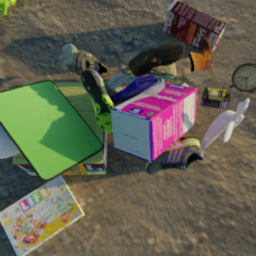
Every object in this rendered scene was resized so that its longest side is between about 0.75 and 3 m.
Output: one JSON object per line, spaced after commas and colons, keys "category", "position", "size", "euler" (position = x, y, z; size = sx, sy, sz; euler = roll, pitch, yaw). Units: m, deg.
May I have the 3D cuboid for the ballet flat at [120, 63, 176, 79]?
{"category": "ballet flat", "position": [0.762, -2.441, 11.357], "size": [2.410, 0.818, 0.908], "euler": [-2, 93, -7]}

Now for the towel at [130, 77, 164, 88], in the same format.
{"category": "towel", "position": [0.635, -1.126, 11.409], "size": [1.622, 0.263, 2.208], "euler": [6, 68, 2]}

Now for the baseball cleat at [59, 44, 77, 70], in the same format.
{"category": "baseball cleat", "position": [-1.973, -2.720, 10.596], "size": [1.166, 2.191, 0.764], "euler": [-14, 99, -22]}

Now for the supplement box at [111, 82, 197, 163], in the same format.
{"category": "supplement box", "position": [0.912, -0.309, 8.811], "size": [1.387, 1.417, 2.742], "euler": [17, 34, 35]}

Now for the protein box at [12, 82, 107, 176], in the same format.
{"category": "protein box", "position": [-2.200, 0.100, 9.977], "size": [2.854, 1.940, 2.875], "euler": [-1, 70, -1]}

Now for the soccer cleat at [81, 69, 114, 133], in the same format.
{"category": "soccer cleat", "position": [-0.844, -0.872, 8.848], "size": [0.678, 0.878, 2.098], "euler": [-22, 97, 10]}

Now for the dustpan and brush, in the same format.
{"category": "dustpan and brush", "position": [3.405, -0.186, 9.435], "size": [1.781, 2.551, 0.730], "euler": [-31, 54, -23]}

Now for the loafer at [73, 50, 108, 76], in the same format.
{"category": "loafer", "position": [-1.257, -2.190, 9.799], "size": [0.739, 2.350, 0.844], "euler": [9, 98, 6]}

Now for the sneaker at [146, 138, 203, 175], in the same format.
{"category": "sneaker", "position": [1.400, 0.972, 8.447], "size": [1.848, 0.683, 0.748], "euler": [-27, 41, 4]}

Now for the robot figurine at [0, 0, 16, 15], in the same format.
{"category": "robot figurine", "position": [-6.011, -6.034, 12.953], "size": [1.719, 0.994, 1.508], "euler": [-24, 71, -9]}

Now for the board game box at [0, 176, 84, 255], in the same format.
{"category": "board game box", "position": [-2.996, 3.008, 9.697], "size": [2.449, 0.419, 1.646], "euler": [-33, 72, -12]}

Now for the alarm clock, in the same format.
{"category": "alarm clock", "position": [4.042, -1.637, 9.825], "size": [1.526, 0.508, 1.030], "euler": [-23, 72, 20]}

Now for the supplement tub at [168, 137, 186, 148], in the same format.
{"category": "supplement tub", "position": [1.558, 0.802, 9.744], "size": [0.998, 1.628, 0.998], "euler": [-3, 84, 37]}

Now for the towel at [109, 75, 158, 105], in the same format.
{"category": "towel", "position": [0.113, -1.251, 9.107], "size": [1.109, 1.502, 0.372], "euler": [-18, 83, -46]}

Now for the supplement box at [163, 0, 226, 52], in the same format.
{"category": "supplement box", "position": [2.803, -4.323, 12.097], "size": [2.437, 1.326, 0.742], "euler": [31, 71, 12]}

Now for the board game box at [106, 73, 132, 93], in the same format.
{"category": "board game box", "position": [-0.321, -1.640, 10.198], "size": [0.675, 0.294, 0.915], "euler": [-40, 30, -4]}

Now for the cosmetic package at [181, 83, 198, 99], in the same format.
{"category": "cosmetic package", "position": [2.093, -1.086, 10.981], "size": [0.773, 0.929, 0.778], "euler": [-40, 79, -17]}

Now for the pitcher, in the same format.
{"category": "pitcher", "position": [-3.117, 0.231, 8.175], "size": [1.877, 1.138, 1.610], "euler": [-35, 65, -29]}

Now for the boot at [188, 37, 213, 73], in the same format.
{"category": "boot", "position": [2.381, -2.518, 9.550], "size": [1.247, 0.427, 1.174], "euler": [-16, 105, -43]}

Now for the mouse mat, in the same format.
{"category": "mouse mat", "position": [-2.325, -0.094, 8.108], "size": [2.981, 0.112, 2.399], "euler": [50, 42, 10]}

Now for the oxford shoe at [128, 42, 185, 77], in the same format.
{"category": "oxford shoe", "position": [0.953, -2.508, 9.640], "size": [2.083, 0.757, 0.879], "euler": [-21, 37, -8]}

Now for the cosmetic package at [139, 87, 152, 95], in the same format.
{"category": "cosmetic package", "position": [0.408, -1.054, 10.640], "size": [0.964, 1.152, 0.958], "euler": [-3, 65, -3]}

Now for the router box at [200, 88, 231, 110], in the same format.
{"category": "router box", "position": [3.237, -1.107, 10.332], "size": [0.973, 0.323, 1.237], "euler": [9, 29, 17]}
